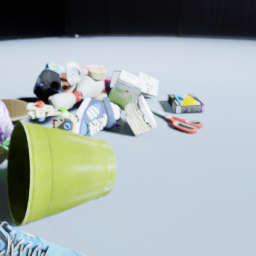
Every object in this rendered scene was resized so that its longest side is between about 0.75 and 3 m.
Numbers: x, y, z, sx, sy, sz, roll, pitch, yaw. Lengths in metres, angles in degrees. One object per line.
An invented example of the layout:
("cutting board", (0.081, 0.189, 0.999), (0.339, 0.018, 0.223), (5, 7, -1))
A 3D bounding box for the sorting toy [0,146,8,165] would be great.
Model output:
("sorting toy", (-4.099, 0.813, 6.270), (2.031, 0.707, 2.019), (18, 56, 35))

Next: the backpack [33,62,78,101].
("backpack", (-3.004, -1.780, 11.755), (1.716, 1.378, 1.876), (21, -18, -27))

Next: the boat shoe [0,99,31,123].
("boat shoe", (-4.692, -0.422, 9.945), (2.401, 0.780, 0.866), (-11, 66, -20))

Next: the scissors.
("scissors", (1.509, -0.381, 10.697), (1.063, 0.202, 2.905), (-24, 35, -39))

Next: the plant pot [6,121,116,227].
("plant pot", (-1.356, 0.897, 5.911), (1.916, 1.990, 1.990), (3, 18, -34))

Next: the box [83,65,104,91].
("box", (-1.471, -1.816, 12.175), (0.865, 1.686, 0.798), (-3, 21, -7))

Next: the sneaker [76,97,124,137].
("sneaker", (-0.920, -0.185, 9.471), (1.578, 0.868, 2.155), (14, 39, -2))

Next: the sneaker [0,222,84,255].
("sneaker", (-1.674, 1.910, 4.022), (2.334, 1.050, 0.915), (2, 42, 18))

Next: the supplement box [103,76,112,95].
("supplement box", (-0.775, -2.117, 14.051), (1.637, 0.701, 0.903), (12, 27, 31))

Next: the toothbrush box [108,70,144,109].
("toothbrush box", (-0.112, -1.493, 11.355), (1.006, 1.382, 0.595), (24, 45, -11))

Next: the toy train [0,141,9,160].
("toy train", (-3.777, 0.855, 7.487), (0.376, 0.508, 1.801), (20, 29, 25))

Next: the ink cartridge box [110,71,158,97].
("ink cartridge box", (0.327, -1.991, 12.742), (1.419, 0.819, 1.943), (9, 3, 29))

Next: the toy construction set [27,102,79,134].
("toy construction set", (-2.073, 0.018, 7.772), (1.291, 1.969, 0.907), (18, 49, 10))

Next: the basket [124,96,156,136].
("basket", (0.381, -0.417, 9.603), (0.782, 0.859, 1.268), (-28, 23, 8))

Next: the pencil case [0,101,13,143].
("pencil case", (-3.737, -0.161, 7.944), (0.750, 0.764, 1.788), (-8, -17, -17))

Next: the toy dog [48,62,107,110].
("toy dog", (-1.999, -1.519, 10.683), (1.397, 1.913, 2.900), (19, 13, 28))

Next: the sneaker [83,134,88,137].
("sneaker", (-0.808, 0.639, 7.115), (0.448, 1.129, 0.417), (-31, 5, -3))

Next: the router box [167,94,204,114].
("router box", (2.432, -1.064, 12.047), (1.196, 0.410, 1.604), (-2, 23, -5))
